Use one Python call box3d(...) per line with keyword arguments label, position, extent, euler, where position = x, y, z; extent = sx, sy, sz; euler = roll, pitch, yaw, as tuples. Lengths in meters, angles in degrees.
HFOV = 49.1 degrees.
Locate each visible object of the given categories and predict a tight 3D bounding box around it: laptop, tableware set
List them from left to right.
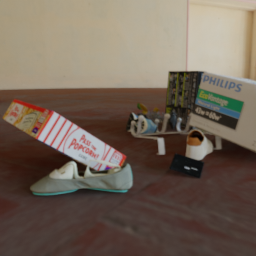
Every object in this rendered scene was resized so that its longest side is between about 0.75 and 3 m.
box3d(label="tableware set", position=(1.029, -0.770, 13.353), extent=(0.258, 1.134, 1.683), euler=(-43, 19, -13))
box3d(label="laptop", position=(1.441, 0.942, 6.857), extent=(0.736, 0.429, 0.830), euler=(16, 43, 15))

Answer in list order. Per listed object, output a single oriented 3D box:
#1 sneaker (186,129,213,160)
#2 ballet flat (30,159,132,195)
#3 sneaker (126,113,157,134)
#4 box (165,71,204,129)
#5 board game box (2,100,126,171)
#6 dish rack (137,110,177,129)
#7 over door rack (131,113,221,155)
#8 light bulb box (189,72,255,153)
box3d(label="sneaker", position=(2.159, 0.384, 8.356), extent=(0.662, 0.770, 1.819), euler=(3, 10, 22))
box3d(label="ballet flat", position=(-0.932, 0.958, 5.654), extent=(2.033, 0.648, 0.685), euler=(-1, 6, -3))
box3d(label="sneaker", position=(0.533, -0.070, 11.339), extent=(0.881, 0.768, 1.959), euler=(15, 7, -23))
box3d(label="box", position=(2.502, -1.293, 12.469), extent=(0.542, 2.450, 1.963), euler=(-1, 9, -30))
box3d(label="board game box", position=(-1.667, 0.215, 6.826), extent=(2.099, 0.642, 2.771), euler=(36, -12, -36))
box3d(label="dish rack", position=(1.217, -0.400, 11.765), extent=(1.623, 0.443, 1.245), euler=(13, -14, 18))
box3d(label="over door rack", position=(1.496, 0.048, 9.582), extent=(2.152, 0.970, 2.913), euler=(-4, 12, -16))
box3d(label="light bulb box", position=(3.846, -0.465, 8.375), extent=(2.765, 1.725, 2.741), euler=(-4, 23, -43))
